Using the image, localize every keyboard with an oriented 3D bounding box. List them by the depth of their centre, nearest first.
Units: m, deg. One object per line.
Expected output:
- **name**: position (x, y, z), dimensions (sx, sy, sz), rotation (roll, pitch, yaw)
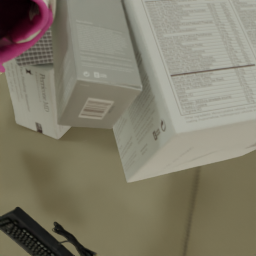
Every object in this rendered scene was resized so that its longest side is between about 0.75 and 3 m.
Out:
- **keyboard**: position (-0.857, 1.355, 3.158), dimensions (0.813, 1.280, 0.132), rotation (-30, 22, 27)

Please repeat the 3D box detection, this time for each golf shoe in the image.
- **golf shoe**: position (-1.156, -1.351, 2.910), dimensions (1.261, 1.037, 2.755), rotation (11, 50, 15)

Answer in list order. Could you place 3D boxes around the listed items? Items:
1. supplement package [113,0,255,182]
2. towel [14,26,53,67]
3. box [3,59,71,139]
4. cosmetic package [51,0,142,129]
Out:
- **supplement package**: position (0.855, -1.065, 4.206), dimensions (2.255, 2.272, 2.993), rotation (-10, 71, -16)
- **towel**: position (-1.741, -1.912, 5.721), dimensions (1.470, 1.217, 0.629), rotation (-10, 57, -11)
- **box**: position (-1.950, -1.288, 7.554), dimensions (1.416, 2.155, 2.166), rotation (19, 43, 14)
- **cosmetic package**: position (-0.426, -0.852, 2.998), dimensions (0.697, 0.825, 1.545), rotation (5, 61, -24)
